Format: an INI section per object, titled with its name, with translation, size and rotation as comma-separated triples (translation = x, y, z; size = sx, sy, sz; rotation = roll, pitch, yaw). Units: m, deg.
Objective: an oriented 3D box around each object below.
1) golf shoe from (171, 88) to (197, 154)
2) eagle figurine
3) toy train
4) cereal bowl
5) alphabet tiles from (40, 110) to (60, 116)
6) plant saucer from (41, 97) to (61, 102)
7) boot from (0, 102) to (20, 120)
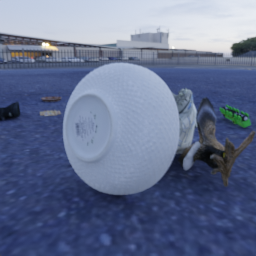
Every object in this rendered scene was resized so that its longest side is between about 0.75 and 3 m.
[golf shoe]
translation = 1.159, 0.300, 7.008
size = 1.139, 1.415, 2.910
rotation = -7, 35, 41
[eagle figurine]
translation = 1.780, 0.367, 6.334
size = 1.515, 1.507, 1.997
rotation = -33, 31, 4
[toy train]
translation = 4.088, -0.450, 10.788
size = 0.402, 0.544, 1.928
rotation = -24, 16, 0
[cereal bowl]
translation = -0.369, 0.012, 5.097
size = 2.477, 2.477, 1.032
rotation = 12, 6, 37
[alphabet tiles]
translation = -3.500, -0.661, 12.563
size = 0.877, 0.033, 1.054
rotation = -4, 16, -17
[plant saucer]
translation = -4.325, -1.611, 15.800
size = 1.124, 0.180, 1.124
rotation = 1, 15, 0
[boot]
translation = -5.225, -0.672, 11.670
size = 1.300, 0.587, 1.586
rotation = -8, 17, -15
